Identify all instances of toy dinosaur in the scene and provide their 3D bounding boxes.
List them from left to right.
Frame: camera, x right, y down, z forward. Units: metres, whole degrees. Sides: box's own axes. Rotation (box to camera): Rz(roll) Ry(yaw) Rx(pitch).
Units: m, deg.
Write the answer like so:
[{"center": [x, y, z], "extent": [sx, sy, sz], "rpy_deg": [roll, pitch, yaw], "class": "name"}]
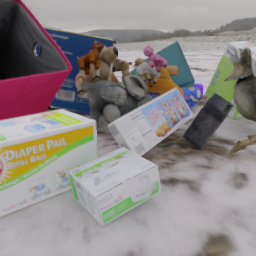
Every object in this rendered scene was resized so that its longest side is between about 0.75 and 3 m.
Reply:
[{"center": [3.228, -0.688, 7.186], "extent": [1.454, 1.094, 2.843], "rpy_deg": [9, 59, -11], "class": "toy dinosaur"}, {"center": [3.141, 0.217, 5.556], "extent": [2.126, 0.619, 1.075], "rpy_deg": [-2, -10, 14], "class": "toy dinosaur"}]

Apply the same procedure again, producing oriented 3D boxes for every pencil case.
[{"center": [1.486, -0.951, 9.463], "extent": [1.978, 0.772, 0.859], "rpy_deg": [-10, 22, -28], "class": "pencil case"}]

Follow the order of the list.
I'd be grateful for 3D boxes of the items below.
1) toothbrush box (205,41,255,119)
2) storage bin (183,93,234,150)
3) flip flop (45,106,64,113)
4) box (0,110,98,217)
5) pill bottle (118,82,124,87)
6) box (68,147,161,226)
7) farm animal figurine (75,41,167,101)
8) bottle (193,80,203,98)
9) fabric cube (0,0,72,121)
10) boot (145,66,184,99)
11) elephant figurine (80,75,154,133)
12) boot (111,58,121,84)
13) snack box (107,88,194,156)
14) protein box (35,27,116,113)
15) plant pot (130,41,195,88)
[{"center": [3.406, -1.460, 8.573], "extent": [0.816, 1.895, 1.380], "rpy_deg": [-15, 49, -29], "class": "toothbrush box"}, {"center": [1.767, -0.141, 6.228], "extent": [0.514, 1.096, 0.741], "rpy_deg": [38, 43, 12], "class": "storage bin"}, {"center": [-2.738, -0.659, 9.252], "extent": [1.207, 0.348, 0.490], "rpy_deg": [-1, 18, -2], "class": "flip flop"}, {"center": [-1.701, 0.487, 4.562], "extent": [2.153, 1.091, 1.211], "rpy_deg": [-15, 23, -39], "class": "box"}, {"center": [-0.355, -1.662, 11.899], "extent": [0.594, 0.594, 1.051], "rpy_deg": [-17, 24, -41], "class": "pill bottle"}, {"center": [-0.210, 0.806, 4.232], "extent": [1.057, 0.511, 0.933], "rpy_deg": [-22, 26, -29], "class": "box"}, {"center": [-0.276, -1.683, 8.055], "extent": [2.423, 1.957, 1.219], "rpy_deg": [0, 53, -15], "class": "farm animal figurine"}, {"center": [2.718, -1.588, 11.629], "extent": [0.790, 0.617, 1.890], "rpy_deg": [6, 19, 11], "class": "bottle"}, {"center": [-3.178, -1.198, 6.205], "extent": [2.361, 2.399, 2.406], "rpy_deg": [52, 39, 11], "class": "fabric cube"}, {"center": [1.076, -1.176, 8.774], "extent": [1.141, 1.594, 0.561], "rpy_deg": [-9, -5, -8], "class": "boot"}, {"center": [0.081, -0.629, 7.652], "extent": [2.155, 1.672, 1.525], "rpy_deg": [-10, 2, -35], "class": "elephant figurine"}, {"center": [-1.104, -2.093, 11.289], "extent": [1.495, 0.718, 2.045], "rpy_deg": [10, 61, 34], "class": "boot"}, {"center": [0.627, -0.166, 6.344], "extent": [2.426, 0.872, 0.295], "rpy_deg": [-31, -2, -43], "class": "snack box"}, {"center": [-1.735, -1.921, 9.307], "extent": [2.329, 2.346, 1.583], "rpy_deg": [9, 16, -2], "class": "protein box"}, {"center": [1.189, -1.931, 10.534], "extent": [2.158, 1.525, 1.525], "rpy_deg": [-23, -2, 12], "class": "plant pot"}]
